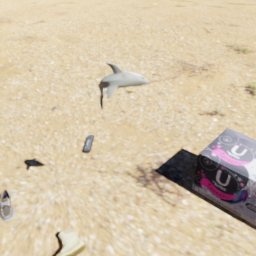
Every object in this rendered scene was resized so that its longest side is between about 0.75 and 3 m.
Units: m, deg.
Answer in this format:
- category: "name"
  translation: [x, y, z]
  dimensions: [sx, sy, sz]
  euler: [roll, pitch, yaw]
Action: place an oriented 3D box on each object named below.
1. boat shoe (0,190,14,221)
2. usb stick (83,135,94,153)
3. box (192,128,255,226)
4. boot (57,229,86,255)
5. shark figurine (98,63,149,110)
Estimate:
- category: "boat shoe"
  translation: [-3.488, 2.176, 7.946]
  dimensions: [0.366, 0.366, 1.012]
  euler: [-15, 37, -20]
- category: "usb stick"
  translation: [-1.465, 0.587, 10.455]
  dimensions: [0.278, 0.163, 1.002]
  euler: [2, 35, 3]
- category: "box"
  translation: [3.493, 1.440, 7.954]
  dimensions: [2.713, 1.557, 1.793]
  euler: [27, 43, 34]
- category: "boot"
  translation: [-1.585, 2.919, 6.895]
  dimensions: [0.893, 0.325, 0.694]
  euler: [-23, 41, -32]
- category: "shark figurine"
  translation: [-0.347, -0.741, 5.340]
  dimensions: [1.331, 0.795, 0.555]
  euler: [-16, 57, 49]
